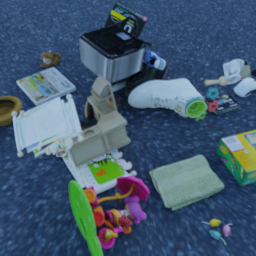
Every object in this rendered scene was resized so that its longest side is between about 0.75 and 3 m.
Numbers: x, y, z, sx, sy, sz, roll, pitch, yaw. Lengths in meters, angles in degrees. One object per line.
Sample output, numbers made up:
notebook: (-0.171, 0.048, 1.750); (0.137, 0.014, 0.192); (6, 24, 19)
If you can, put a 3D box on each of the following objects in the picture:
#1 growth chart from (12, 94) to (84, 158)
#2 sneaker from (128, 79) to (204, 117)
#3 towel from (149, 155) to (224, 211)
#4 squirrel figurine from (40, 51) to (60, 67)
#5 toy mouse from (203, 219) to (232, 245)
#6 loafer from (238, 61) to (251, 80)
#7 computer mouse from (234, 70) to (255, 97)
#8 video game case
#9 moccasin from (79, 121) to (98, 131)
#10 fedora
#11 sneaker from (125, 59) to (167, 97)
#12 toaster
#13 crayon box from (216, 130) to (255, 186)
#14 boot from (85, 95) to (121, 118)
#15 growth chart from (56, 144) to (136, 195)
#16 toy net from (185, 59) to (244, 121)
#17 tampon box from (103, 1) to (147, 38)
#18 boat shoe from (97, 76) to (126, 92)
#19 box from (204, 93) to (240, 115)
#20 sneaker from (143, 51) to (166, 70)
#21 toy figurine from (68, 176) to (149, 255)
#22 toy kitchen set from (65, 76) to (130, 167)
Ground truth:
growth chart: (-2.326, 0.008, 7.842); (2.289, 0.203, 1.657); (-16, 73, 18)
sneaker: (1.615, -1.113, 11.226); (2.934, 1.081, 1.695); (-15, 43, -17)
towel: (1.838, 1.666, 8.862); (2.056, 0.375, 1.525); (-15, 47, -15)
squirrel figurine: (-3.908, -3.506, 14.109); (0.983, 0.696, 0.917); (3, 32, -17)
toy mouse: (2.569, 2.867, 7.778); (0.826, 0.160, 0.734); (-5, 44, -5)
loafer: (5.517, -2.727, 13.307); (0.534, 0.482, 1.412); (4, 44, 4)
computer mouse: (5.531, -1.975, 12.483); (1.965, 0.431, 1.077); (-31, 64, -26)
video game case: (-3.710, -1.904, 12.648); (1.894, 0.238, 2.081); (-29, 52, -27)
moccasin: (-1.633, -0.024, 10.519); (1.332, 0.514, 0.487); (-7, 53, 21)
fedora: (-4.921, -0.557, 10.928); (1.679, 0.685, 1.679); (-2, 46, 2)
sneaker: (0.857, -2.548, 12.227); (1.012, 1.516, 2.647); (35, 60, 28)
toaster: (-0.511, -2.851, 10.631); (1.917, 1.258, 2.120); (-31, 58, -32)
crayon box: (4.532, 0.840, 9.440); (2.549, 0.743, 1.514); (-13, 46, -13)
boot: (-1.011, -0.897, 11.368); (1.274, 0.554, 1.532); (6, 41, 8)
growth chart: (-1.187, 1.104, 9.556); (1.997, 0.245, 2.760); (-28, 51, -27)
toy net: (3.301, -1.290, 10.245); (2.672, 1.402, 0.516); (-44, 35, 19)
tampon box: (-0.354, -4.282, 12.612); (1.546, 2.063, 1.303); (25, 10, -12)
boat shoe: (-0.307, -2.423, 12.449); (1.049, 0.945, 2.967); (24, 38, 23)
box: (3.905, -1.002, 11.690); (1.122, 0.258, 0.892); (-14, 46, -14)
sneaker: (0.949, -2.863, 11.660); (0.573, 0.515, 1.394); (-2, 30, -39)
toy figurine: (-0.281, 2.218, 7.733); (2.060, 1.680, 2.238); (-15, 67, -27)
toy kitchen set: (-1.422, -0.417, 9.547); (2.097, 1.896, 2.324); (-24, 39, -16)
